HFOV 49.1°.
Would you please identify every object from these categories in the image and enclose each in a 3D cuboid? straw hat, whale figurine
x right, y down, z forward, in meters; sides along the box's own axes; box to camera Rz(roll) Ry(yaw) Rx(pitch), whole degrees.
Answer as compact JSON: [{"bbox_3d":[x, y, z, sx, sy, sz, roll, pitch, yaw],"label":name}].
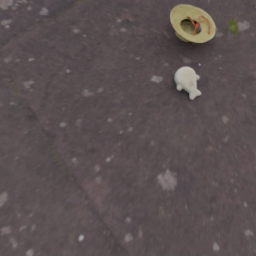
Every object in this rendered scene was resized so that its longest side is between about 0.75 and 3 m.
[{"bbox_3d":[2.092,-3.378,9.694,1.709,0.723,1.709,7,67,-16],"label":"straw hat"},{"bbox_3d":[1.914,-1.433,9.070,0.842,0.549,1.058,-33,95,-7],"label":"whale figurine"}]
